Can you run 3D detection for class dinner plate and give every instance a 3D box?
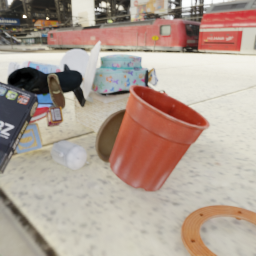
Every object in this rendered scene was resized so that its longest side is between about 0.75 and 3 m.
[{"bbox_3d":[-1.217,-1.850,8.974,0.229,1.890,1.890,14,16,-14],"label":"dinner plate"}]

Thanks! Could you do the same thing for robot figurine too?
[{"bbox_3d":[-1.647,0.761,7.844,1.209,0.683,1.026,16,2,36],"label":"robot figurine"}]

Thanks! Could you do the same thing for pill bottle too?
[{"bbox_3d":[-2.048,-2.284,12.197,1.349,1.349,2.318,1,-14,2],"label":"pill bottle"},{"bbox_3d":[-4.213,-2.382,13.122,2.523,1.372,1.372,6,18,-12],"label":"pill bottle"}]

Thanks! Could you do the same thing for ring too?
[{"bbox_3d":[1.935,2.027,5.028,1.959,0.188,1.959,1,19,0],"label":"ring"}]

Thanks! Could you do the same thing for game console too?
[{"bbox_3d":[-4.210,-1.392,13.748,1.451,0.844,1.276,0,19,2],"label":"game console"}]

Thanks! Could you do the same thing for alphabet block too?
[{"bbox_3d":[-3.129,0.299,8.737,0.768,0.772,0.786,-12,9,-12],"label":"alphabet block"}]

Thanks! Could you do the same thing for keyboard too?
[{"bbox_3d":[-1.895,-1.569,9.949,0.202,0.947,1.577,-25,73,-24],"label":"keyboard"}]

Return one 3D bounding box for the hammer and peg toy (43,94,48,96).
[{"bbox_3d":[-3.829,-1.511,11.378,2.083,0.735,1.532,-22,15,-11],"label":"hammer and peg toy"}]

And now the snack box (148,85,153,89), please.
[{"bbox_3d":[1.599,-0.656,10.163,2.372,0.288,0.853,42,9,9],"label":"snack box"}]

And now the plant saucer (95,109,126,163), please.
[{"bbox_3d":[-0.281,0.201,7.857,1.677,1.677,0.247,-17,38,-40],"label":"plant saucer"}]

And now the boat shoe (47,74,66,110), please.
[{"bbox_3d":[-2.104,-1.019,8.139,0.398,1.076,0.398,-20,17,-8],"label":"boat shoe"}]

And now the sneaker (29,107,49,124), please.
[{"bbox_3d":[-3.584,-0.652,8.666,2.172,1.255,0.851,-17,8,-17],"label":"sneaker"}]

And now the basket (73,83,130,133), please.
[{"bbox_3d":[-0.819,-0.911,10.871,1.986,1.612,2.004,24,33,37],"label":"basket"}]

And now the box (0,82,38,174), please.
[{"bbox_3d":[-3.511,-0.274,6.231,2.374,1.914,0.583,22,-24,-4],"label":"box"}]

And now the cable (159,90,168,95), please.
[{"bbox_3d":[1.374,-1.605,13.074,1.542,0.749,0.388,25,-22,-36],"label":"cable"}]

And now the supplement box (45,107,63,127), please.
[{"bbox_3d":[-2.118,-0.301,8.017,0.329,0.424,0.768,-8,-6,-26],"label":"supplement box"}]

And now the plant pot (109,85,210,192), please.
[{"bbox_3d":[0.563,0.302,6.595,1.981,1.927,1.981,22,20,-8],"label":"plant pot"}]

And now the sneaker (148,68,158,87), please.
[{"bbox_3d":[0.881,-1.783,9.986,0.361,0.423,0.960,-36,25,33],"label":"sneaker"}]

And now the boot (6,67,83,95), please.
[{"bbox_3d":[-2.381,-1.387,8.241,1.861,0.711,1.564,-10,0,3],"label":"boot"}]

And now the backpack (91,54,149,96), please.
[{"bbox_3d":[-0.377,-1.756,9.393,1.849,1.392,1.641,-16,22,-21],"label":"backpack"}]
